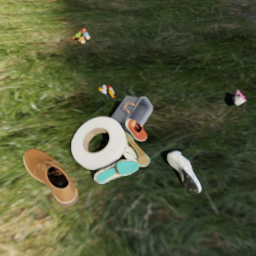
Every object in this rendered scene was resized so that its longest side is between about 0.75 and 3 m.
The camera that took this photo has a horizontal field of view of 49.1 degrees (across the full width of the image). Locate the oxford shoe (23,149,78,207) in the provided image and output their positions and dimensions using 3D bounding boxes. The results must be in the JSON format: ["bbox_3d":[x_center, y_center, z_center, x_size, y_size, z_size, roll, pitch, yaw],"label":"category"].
[{"bbox_3d":[-2.770,1.443,9.775,2.892,1.031,1.032,33,56,31],"label":"oxford shoe"}]

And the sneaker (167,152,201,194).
[{"bbox_3d":[2.064,1.519,9.957,0.642,0.637,1.772,-13,51,-26],"label":"sneaker"}]

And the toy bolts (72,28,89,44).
[{"bbox_3d":[-2.860,-5.557,17.265,0.943,0.654,0.901,-49,21,-26],"label":"toy bolts"}]

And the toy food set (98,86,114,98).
[{"bbox_3d":[-0.991,-1.756,13.520,0.885,0.398,0.423,16,58,39],"label":"toy food set"}]

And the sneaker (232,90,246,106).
[{"bbox_3d":[4.959,-1.351,12.743,0.447,0.485,1.100,46,24,-6],"label":"sneaker"}]

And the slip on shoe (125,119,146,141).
[{"bbox_3d":[0.391,0.120,10.901,0.429,1.403,0.520,9,66,35],"label":"slip on shoe"}]

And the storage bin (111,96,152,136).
[{"bbox_3d":[0.049,-0.618,11.460,1.035,1.122,1.541,22,73,41],"label":"storage bin"}]

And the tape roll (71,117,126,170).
[{"bbox_3d":[-1.131,0.556,10.567,2.109,0.385,2.109,-9,57,15],"label":"tape roll"}]

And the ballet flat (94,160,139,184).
[{"bbox_3d":[-0.430,1.443,9.662,1.584,0.599,0.506,-16,10,-12],"label":"ballet flat"}]

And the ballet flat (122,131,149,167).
[{"bbox_3d":[0.009,0.801,10.632,0.695,0.651,1.920,-10,47,-39],"label":"ballet flat"}]
